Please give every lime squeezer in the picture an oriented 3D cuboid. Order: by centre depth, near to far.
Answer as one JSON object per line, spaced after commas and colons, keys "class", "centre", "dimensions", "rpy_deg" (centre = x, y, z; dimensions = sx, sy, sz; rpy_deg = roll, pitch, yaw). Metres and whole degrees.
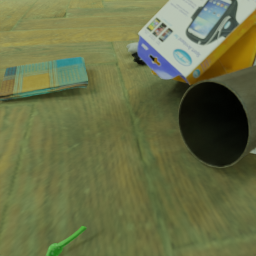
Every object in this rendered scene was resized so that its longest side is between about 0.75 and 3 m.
{"class": "lime squeezer", "centre": [-1.033, 1.948, 4.027], "dimensions": [0.417, 0.223, 1.182], "rpy_deg": [15, 54, 15]}

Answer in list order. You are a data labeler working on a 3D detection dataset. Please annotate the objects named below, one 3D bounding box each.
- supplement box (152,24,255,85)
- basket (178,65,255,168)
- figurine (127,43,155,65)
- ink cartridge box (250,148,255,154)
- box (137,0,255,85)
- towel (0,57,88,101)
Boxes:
{"class": "supplement box", "centre": [2.434, -2.078, 8.020], "dimensions": [2.464, 1.659, 2.498], "rpy_deg": [20, 19, 27]}
{"class": "basket", "centre": [2.509, -0.468, 5.648], "dimensions": [2.383, 2.149, 1.621], "rpy_deg": [-24, 72, -20]}
{"class": "figurine", "centre": [0.859, -3.034, 10.983], "dimensions": [1.686, 0.744, 1.728], "rpy_deg": [-11, 35, -8]}
{"class": "ink cartridge box", "centre": [3.440, 0.149, 6.644], "dimensions": [1.516, 0.328, 1.488], "rpy_deg": [10, 35, 16]}
{"class": "box", "centre": [1.637, -2.420, 6.484], "dimensions": [1.780, 2.990, 0.620], "rpy_deg": [51, 13, 26]}
{"class": "towel", "centre": [-2.636, -1.618, 8.936], "dimensions": [2.643, 0.287, 1.938], "rpy_deg": [-11, 39, -6]}
